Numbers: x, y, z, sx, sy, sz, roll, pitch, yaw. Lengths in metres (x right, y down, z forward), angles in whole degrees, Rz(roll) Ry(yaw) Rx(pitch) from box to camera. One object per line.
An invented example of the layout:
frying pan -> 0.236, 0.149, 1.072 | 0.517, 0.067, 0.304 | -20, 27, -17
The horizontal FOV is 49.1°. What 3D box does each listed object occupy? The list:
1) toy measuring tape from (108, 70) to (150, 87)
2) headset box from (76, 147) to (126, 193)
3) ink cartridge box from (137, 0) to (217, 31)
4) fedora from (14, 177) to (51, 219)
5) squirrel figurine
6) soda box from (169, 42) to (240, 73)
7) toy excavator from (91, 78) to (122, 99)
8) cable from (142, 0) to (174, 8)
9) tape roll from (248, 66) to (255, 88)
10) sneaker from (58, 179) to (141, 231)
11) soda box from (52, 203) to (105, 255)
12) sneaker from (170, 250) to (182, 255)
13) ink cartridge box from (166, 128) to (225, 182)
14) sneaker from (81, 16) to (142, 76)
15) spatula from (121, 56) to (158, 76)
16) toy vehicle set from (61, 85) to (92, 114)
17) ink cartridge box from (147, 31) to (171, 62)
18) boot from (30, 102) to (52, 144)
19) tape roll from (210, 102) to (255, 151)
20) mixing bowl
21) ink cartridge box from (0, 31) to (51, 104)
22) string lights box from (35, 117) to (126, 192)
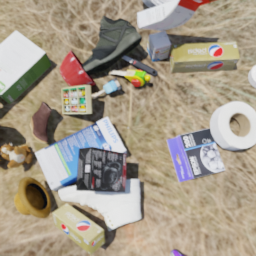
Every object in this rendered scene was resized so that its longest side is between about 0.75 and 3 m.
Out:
toy measuring tape -> 0.078, -1.795, 10.094 | 1.636, 0.602, 0.602 | 10, 70, 28
headset box -> -0.630, 1.160, 7.482 | 0.566, 1.466, 1.091 | -9, 73, 38
ink cartridge box -> 1.642, -3.610, 8.824 | 2.215, 1.800, 0.632 | -1, 103, 32
fedora -> -2.841, 2.106, 8.121 | 0.581, 1.424, 1.424 | -30, 73, 8
squirrel figurine -> -3.596, 0.836, 8.998 | 0.892, 0.955, 0.676 | 18, 94, 35
soda box -> 2.704, -2.546, 10.130 | 2.320, 0.786, 0.742 | -3, 71, -1
toy excavator -> -0.785, -1.336, 9.797 | 0.865, 0.841, 0.432 | -32, 100, -31
cable -> 1.430, -5.624, 10.438 | 2.395, 0.829, 2.395 | 16, 101, -30
tape roll -> 4.851, -1.855, 10.144 | 0.913, 0.319, 0.913 | 0, 72, 0
sneaker -> -0.849, 2.370, 8.385 | 2.517, 0.927, 1.455 | -7, 78, 6
soda box -> -1.422, 2.812, 7.913 | 1.628, 0.521, 0.551 | 21, 36, 36
sneaker -> 1.917, 3.991, 8.077 | 1.531, 0.532, 0.761 | 44, 71, 9
ink cartridge box -> 2.195, 0.877, 9.208 | 1.516, 0.329, 1.501 | -14, 73, -4
sneaker -> -0.867, -2.940, 9.914 | 2.464, 0.942, 1.411 | -36, 84, 12
spatula -> 0.000, -2.517, 10.333 | 2.430, 0.250, 0.687 | 29, 97, 5
toy vehicle set -> -1.725, -0.909, 9.234 | 0.191, 1.443, 0.896 | -7, 96, -44
ink cartridge box -> 1.111, -2.965, 10.227 | 0.643, 0.873, 0.632 | -17, 72, -6
boot -> -2.763, -0.179, 9.114 | 1.198, 0.434, 0.997 | 45, 109, 34
tape roll -> 3.516, -0.046, 9.209 | 1.577, 0.552, 1.577 | 3, 79, -14
mixing bowl -> -1.846, -1.868, 9.669 | 0.767, 1.417, 1.417 | -35, 74, 3
ink cartridge box -> -4.317, -1.876, 9.858 | 1.503, 0.859, 2.896 | 38, 75, 12
string lights box -> -1.469, 0.839, 8.976 | 2.551, 0.752, 1.311 | -27, 74, -9
